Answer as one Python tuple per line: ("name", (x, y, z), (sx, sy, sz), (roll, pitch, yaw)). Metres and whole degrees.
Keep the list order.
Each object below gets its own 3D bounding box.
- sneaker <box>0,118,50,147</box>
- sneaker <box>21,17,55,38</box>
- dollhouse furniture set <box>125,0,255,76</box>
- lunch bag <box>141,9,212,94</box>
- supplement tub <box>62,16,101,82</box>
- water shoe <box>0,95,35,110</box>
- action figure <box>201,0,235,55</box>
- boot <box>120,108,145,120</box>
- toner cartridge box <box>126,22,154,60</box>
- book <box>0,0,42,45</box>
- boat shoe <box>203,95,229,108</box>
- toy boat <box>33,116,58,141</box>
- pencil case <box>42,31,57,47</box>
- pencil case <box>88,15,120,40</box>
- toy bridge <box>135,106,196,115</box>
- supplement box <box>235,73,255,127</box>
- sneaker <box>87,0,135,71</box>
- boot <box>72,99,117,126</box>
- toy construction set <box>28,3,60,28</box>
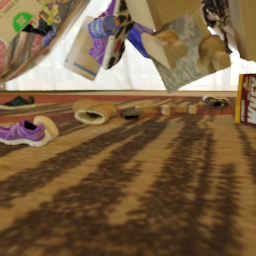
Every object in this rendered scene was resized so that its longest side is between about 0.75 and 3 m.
("sneaker", (-2.587, 0.036, 6.838), (1.479, 0.617, 0.596), (2, 30, 17))
("sneaker", (-3.708, -3.986, 10.779), (0.878, 0.975, 2.503), (0, -14, 21))
("dollhouse furniture set", (1.485, -2.476, 6.041), (2.446, 2.327, 1.993), (-25, 29, -1))
("lunch bag", (1.726, -2.306, 8.232), (1.402, 1.956, 2.385), (-31, 7, -19))
("supplement tub", (-1.661, -3.355, 12.064), (1.569, 2.379, 1.569), (27, 5, -3))
("water shoe", (-6.031, -1.389, 15.134), (1.922, 0.758, 0.687), (-7, 12, -37))
("action figure", (2.710, -3.133, 7.875), (1.263, 2.126, 1.085), (-18, 8, 34))
("boot", (0.282, -0.510, 11.401), (1.124, 0.381, 0.734), (-12, 18, -20))
("toner cartridge box", (0.510, -3.931, 11.951), (1.404, 0.638, 2.955), (30, -3, 43))
("book", (-3.218, -3.128, 6.587), (1.936, 1.294, 0.465), (43, -14, -24))
("boat shoe", (5.020, -1.386, 15.741), (1.823, 0.674, 0.550), (12, 45, -31))
("toy boat", (-2.258, 0.074, 7.209), (0.852, 0.716, 0.396), (-29, 17, 10))
("pencil case", (-2.909, -3.293, 10.321), (0.295, 0.328, 0.756), (34, -33, -27))
("pencil case", (-0.425, -1.677, 4.735), (0.317, 0.353, 0.813), (8, 7, -27))
("toy bridge", (1.739, -0.848, 13.078), (2.855, 0.389, 0.960), (-1, 9, -7))
("supplement box", (5.499, -0.911, 9.170), (2.679, 1.803, 2.716), (-2, 10, -13))
("sneaker", (-0.592, -2.902, 7.910), (1.208, 2.896, 1.168), (37, 49, 7))
("boot", (-1.550, -0.648, 10.829), (2.061, 0.778, 2.353), (2, 11, 11))
("toy construction set", (-2.875, -3.569, 9.006), (0.902, 0.633, 1.375), (38, 37, -3))
